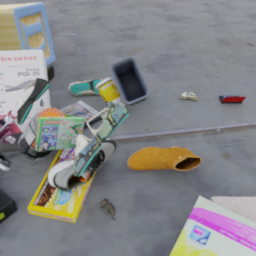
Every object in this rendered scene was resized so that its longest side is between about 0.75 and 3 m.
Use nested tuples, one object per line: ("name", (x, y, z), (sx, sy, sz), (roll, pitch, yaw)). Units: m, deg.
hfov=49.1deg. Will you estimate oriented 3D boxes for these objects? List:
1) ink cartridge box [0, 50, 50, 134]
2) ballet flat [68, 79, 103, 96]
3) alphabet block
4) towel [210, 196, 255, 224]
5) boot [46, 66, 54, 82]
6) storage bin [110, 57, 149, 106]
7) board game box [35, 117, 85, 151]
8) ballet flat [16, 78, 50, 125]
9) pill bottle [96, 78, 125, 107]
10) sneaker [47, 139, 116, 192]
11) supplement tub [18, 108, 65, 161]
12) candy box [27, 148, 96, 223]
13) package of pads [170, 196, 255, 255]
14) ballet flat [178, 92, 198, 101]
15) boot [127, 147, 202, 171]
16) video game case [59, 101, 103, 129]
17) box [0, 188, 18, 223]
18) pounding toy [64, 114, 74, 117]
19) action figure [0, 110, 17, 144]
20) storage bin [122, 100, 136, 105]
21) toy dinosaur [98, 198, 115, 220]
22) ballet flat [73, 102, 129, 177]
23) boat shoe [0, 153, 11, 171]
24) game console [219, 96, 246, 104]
("ink cartridge box", (-3.964, -1.262, 10.105), (2.103, 2.870, 1.188), (-6, 3, -13))
("ballet flat", (-1.648, -1.885, 12.836), (2.112, 0.799, 0.675), (0, 16, -5))
("alphabet block", (-5.554, -4.131, 13.071), (2.949, 2.896, 2.881), (2, 27, 13))
("towel", (3.545, 2.620, 7.471), (2.641, 0.455, 1.750), (-1, 44, -1))
("boot", (-4.781, -2.574, 13.780), (1.874, 0.680, 1.704), (4, 37, 16))
("storage bin", (0.034, -1.638, 10.877), (1.235, 1.140, 1.698), (-23, 79, 1))
("board game box", (-1.806, 0.146, 7.509), (1.291, 0.869, 0.188), (-2, 17, -42))
("ballet flat", (-3.130, -0.884, 8.817), (0.562, 0.559, 1.643), (33, 75, -7))
("pill bottle", (-0.688, -1.318, 11.435), (0.742, 0.742, 1.319), (-34, 92, -34))
("sneaker", (-1.206, 1.155, 8.465), (2.352, 0.869, 0.933), (-35, 40, -30))
("supplement tub", (-2.696, 0.199, 8.884), (1.107, 1.807, 1.107), (22, 48, -27))
("candy box", (-1.880, 1.587, 8.931), (1.449, 0.374, 2.835), (11, 42, 6))
("package of pads", (1.990, 3.211, 6.110), (2.162, 0.954, 2.798), (23, 58, 25))
("ballet flat", (2.692, -1.431, 12.535), (0.896, 0.337, 0.304), (8, 41, 10))
("boot", (1.096, 1.030, 8.741), (2.053, 0.722, 1.470), (-12, 11, -12))
("video game case", (-2.133, -0.448, 11.375), (1.685, 0.215, 1.523), (-30, 48, -35))
("box", (-4.922, 2.291, 7.811), (2.571, 0.611, 2.482), (27, 47, 29))
("pounding toy", (-2.384, -0.106, 9.472), (1.163, 0.898, 0.540), (4, 73, -23))
("action figure", (-4.401, 0.318, 9.099), (2.177, 1.621, 1.458), (-43, 90, -15))
("storage bin", (0.218, -1.535, 12.602), (0.896, 0.423, 0.903), (19, 43, 21))
("toy dinosaur", (-0.547, 2.282, 8.052), (0.800, 0.308, 0.409), (38, 18, 20))
("ballet flat", (-0.857, 0.216, 6.971), (0.773, 0.773, 2.081), (32, 79, 33))
("boat shoe", (-3.063, 0.724, 6.679), (0.803, 0.281, 0.266), (28, 90, 33))
("game console", (4.557, -1.358, 12.285), (0.918, 0.545, 0.791), (1, 40, 1))
